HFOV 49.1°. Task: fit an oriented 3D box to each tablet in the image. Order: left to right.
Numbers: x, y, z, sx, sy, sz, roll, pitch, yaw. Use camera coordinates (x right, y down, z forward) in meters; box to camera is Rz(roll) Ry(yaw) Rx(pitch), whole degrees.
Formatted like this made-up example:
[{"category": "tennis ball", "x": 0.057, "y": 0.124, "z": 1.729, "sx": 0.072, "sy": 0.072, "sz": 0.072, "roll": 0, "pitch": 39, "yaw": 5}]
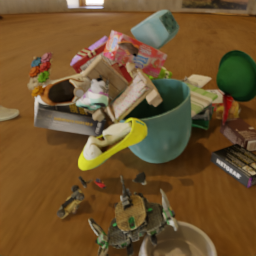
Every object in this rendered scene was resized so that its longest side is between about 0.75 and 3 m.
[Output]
[{"category": "tablet", "x": 3.623, "y": -2.486, "z": 14.738, "sx": 1.067, "sy": 0.112, "sz": 1.640, "roll": 17, "pitch": 33, "yaw": 28}]

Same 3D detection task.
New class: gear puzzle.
[{"category": "gear puzzle", "x": -2.720, "y": -1.590, "z": 8.428, "sx": 0.885, "sy": 0.224, "sz": 1.708, "roll": -17, "pitch": 55, "yaw": 20}]

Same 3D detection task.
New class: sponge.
[{"category": "sponge", "x": -1.304, "y": -3.015, "z": 12.696, "sx": 2.716, "sy": 1.515, "sz": 0.405, "roll": -15, "pitch": 51, "yaw": 47}]

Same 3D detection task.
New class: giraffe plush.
[{"category": "giraffe plush", "x": 3.695, "y": -0.583, "z": 10.587, "sx": 0.832, "sy": 0.885, "sz": 1.026, "roll": 10, "pitch": 21, "yaw": 33}]

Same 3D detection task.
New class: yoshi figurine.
[{"category": "yoshi figurine", "x": 1.271, "y": -3.014, "z": 14.774, "sx": 2.142, "sy": 1.204, "sz": 1.199, "roll": 25, "pitch": 53, "yaw": 34}]

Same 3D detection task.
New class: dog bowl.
[{"category": "dog bowl", "x": 0.946, "y": 2.435, "z": 5.302, "sx": 1.558, "sy": 0.457, "sz": 1.558, "roll": 1, "pitch": 29, "yaw": 0}]

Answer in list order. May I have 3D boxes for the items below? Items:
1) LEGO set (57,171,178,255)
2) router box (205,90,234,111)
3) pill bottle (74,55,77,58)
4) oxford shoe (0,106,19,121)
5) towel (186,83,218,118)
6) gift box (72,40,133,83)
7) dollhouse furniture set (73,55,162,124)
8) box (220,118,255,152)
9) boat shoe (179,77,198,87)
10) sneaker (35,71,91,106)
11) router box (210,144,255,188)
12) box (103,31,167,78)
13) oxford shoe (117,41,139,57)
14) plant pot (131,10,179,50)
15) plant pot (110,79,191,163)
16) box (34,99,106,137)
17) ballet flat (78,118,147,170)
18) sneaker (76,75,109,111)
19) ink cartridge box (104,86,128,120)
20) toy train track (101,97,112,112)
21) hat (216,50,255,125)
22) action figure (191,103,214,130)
[{"category": "LEGO set", "x": -0.162, "y": 1.814, "z": 5.916, "sx": 1.895, "sy": 0.827, "sz": 2.918, "roll": -46, "pitch": 37, "yaw": -18}, {"category": "router box", "x": 3.672, "y": -1.208, "z": 12.097, "sx": 1.342, "sy": 0.365, "sz": 1.495, "roll": -2, "pitch": 28, "yaw": -4}, {"category": "pill bottle", "x": -2.220, "y": -3.596, "z": 15.788, "sx": 1.885, "sy": 1.056, "sz": 1.056, "roll": 22, "pitch": 36, "yaw": 35}, {"category": "oxford shoe", "x": -5.343, "y": -0.669, "z": 10.879, "sx": 2.102, "sy": 0.607, "sz": 0.790, "roll": 3, "pitch": 25, "yaw": 1}, {"category": "towel", "x": 1.948, "y": -0.923, "z": 9.958, "sx": 1.637, "sy": 0.337, "sz": 2.194, "roll": 31, "pitch": 46, "yaw": 33}, {"category": "gift box", "x": -1.061, "y": -2.263, "z": 10.790, "sx": 2.066, "sy": 1.907, "sz": 1.930, "roll": -25, "pitch": 18, "yaw": 10}, {"category": "dollhouse furniture set", "x": -0.506, "y": -0.842, "z": 7.146, "sx": 2.010, "sy": 1.151, "sz": 2.357, "roll": -44, "pitch": 29, "yaw": 13}, {"category": "box", "x": 3.763, "y": 0.211, "z": 9.326, "sx": 0.730, "sy": 0.546, "sz": 1.458, "roll": -7, "pitch": 27, "yaw": -11}, {"category": "boat shoe", "x": 2.858, "y": -2.272, "z": 13.832, "sx": 1.215, "sy": 0.518, "sz": 0.449, "roll": 1, "pitch": 41, "yaw": 3}, {"category": "sneaker", "x": -1.398, "y": -1.235, "z": 8.941, "sx": 2.913, "sy": 1.061, "sz": 1.233, "roll": -21, "pitch": 22, "yaw": -27}, {"category": "router box", "x": 3.237, "y": 1.023, "z": 7.991, "sx": 1.047, "sy": 0.359, "sz": 1.404, "roll": -14, "pitch": 32, "yaw": -24}, {"category": "box", "x": 0.209, "y": -2.212, "z": 8.497, "sx": 1.697, "sy": 0.810, "sz": 0.846, "roll": 14, "pitch": 17, "yaw": -33}, {"category": "oxford shoe", "x": 0.016, "y": -2.098, "z": 7.448, "sx": 0.292, "sy": 0.298, "sz": 0.819, "roll": 3, "pitch": 0, "yaw": 42}, {"category": "plant pot", "x": 1.171, "y": -3.765, "z": 10.792, "sx": 1.281, "sy": 1.285, "sz": 1.309, "roll": -44, "pitch": 15, "yaw": -31}, {"category": "plant pot", "x": 0.808, "y": -0.096, "z": 8.232, "sx": 2.299, "sy": 1.845, "sz": 2.299, "roll": -13, "pitch": 31, "yaw": 8}, {"category": "box", "x": -2.229, "y": -0.792, "z": 10.295, "sx": 2.266, "sy": 0.692, "sz": 2.861, "roll": 10, "pitch": 23, "yaw": -22}, {"category": "ballet flat", "x": -0.523, "y": 0.344, "z": 6.634, "sx": 2.055, "sy": 0.689, "sz": 0.687, "roll": -28, "pitch": 53, "yaw": 19}, {"category": "sneaker", "x": -0.907, "y": -0.999, "z": 7.643, "sx": 0.522, "sy": 0.939, "sz": 1.342, "roll": 21, "pitch": -15, "yaw": -39}, {"category": "ink cartridge box", "x": -0.079, "y": -0.816, "z": 10.342, "sx": 0.955, "sy": 0.560, "sz": 1.322, "roll": 26, "pitch": 74, "yaw": 40}, {"category": "toy train track", "x": -0.454, "y": -1.001, "z": 11.425, "sx": 1.941, "sy": 0.316, "sz": 1.113, "roll": 12, "pitch": 69, "yaw": 31}, {"category": "hat", "x": 3.427, "y": -1.624, "z": 10.531, "sx": 2.219, "sy": 2.088, "sz": 2.520, "roll": -21, "pitch": 16, "yaw": -17}, {"category": "action figure", "x": 1.609, "y": -0.613, "z": 10.541, "sx": 2.924, "sy": 0.799, "sz": 1.727, "roll": 4, "pitch": 28, "yaw": 25}]
